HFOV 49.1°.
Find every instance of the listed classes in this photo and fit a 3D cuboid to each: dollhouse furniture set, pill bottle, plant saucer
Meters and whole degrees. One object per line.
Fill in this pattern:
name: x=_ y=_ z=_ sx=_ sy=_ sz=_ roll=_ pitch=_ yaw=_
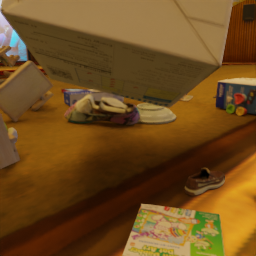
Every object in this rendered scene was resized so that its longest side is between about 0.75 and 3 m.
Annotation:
dollhouse furniture set: x=-4.000 y=-1.437 z=9.822 sx=1.708 sy=2.253 sz=2.571 roll=-47 pitch=33 yaw=-14
pill bottle: x=-4.636 y=-1.538 z=11.922 sx=1.788 sy=0.950 sz=0.950 roll=4 pitch=17 yaw=11
plant saucer: x=0.751 y=-0.548 z=9.448 sx=1.729 sy=0.434 sz=1.729 roll=0 pitch=16 yaw=0
dollhouse furniture set: x=-3.521 y=0.119 z=5.041 sx=2.132 sy=1.221 sz=2.500 roll=-25 pitch=29 yaw=-33

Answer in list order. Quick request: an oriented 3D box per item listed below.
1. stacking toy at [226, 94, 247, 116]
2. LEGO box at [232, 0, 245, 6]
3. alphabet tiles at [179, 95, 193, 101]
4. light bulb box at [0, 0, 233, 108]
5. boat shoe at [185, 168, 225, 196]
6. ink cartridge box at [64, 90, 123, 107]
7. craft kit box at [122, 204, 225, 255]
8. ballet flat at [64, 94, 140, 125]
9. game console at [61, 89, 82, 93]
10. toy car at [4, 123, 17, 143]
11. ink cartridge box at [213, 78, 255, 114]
stacking toy: x=3.904 y=-0.827 z=9.998 sx=0.326 sy=0.772 sz=0.699 roll=-2 pitch=4 yaw=-36
LEGO box: x=2.543 y=-3.299 z=6.279 sx=1.573 sy=0.607 sz=1.171 roll=-22 pitch=28 yaw=17
alphabet tiles: x=2.168 y=-1.443 z=13.190 sx=1.568 sy=0.059 sz=1.311 roll=7 pitch=18 yaw=21
light bulb box: x=-0.114 y=-1.781 z=5.005 sx=2.930 sy=1.844 sz=2.956 roll=14 pitch=-6 yaw=-3
boat shoe: x=1.349 y=0.851 z=4.765 sx=0.936 sy=0.346 sz=0.346 roll=-14 pitch=21 yaw=-40
ink cartridge box: x=-1.466 y=-1.328 z=11.967 sx=2.327 sy=0.514 sz=1.094 roll=-8 pitch=17 yaw=-24
craft kit box: x=0.569 y=1.332 z=3.338 sx=1.070 sy=0.260 sz=1.057 roll=3 pitch=19 yaw=13
ballet flat: x=-0.853 y=-0.609 z=8.660 sx=2.444 sy=0.870 sz=0.845 roll=5 pitch=50 yaw=12
game console: x=-2.817 y=-1.964 z=14.758 sx=1.061 sy=0.186 sz=1.200 roll=-14 pitch=22 yaw=-39
toy car: x=-2.901 y=0.292 z=5.722 sx=0.821 sy=0.959 sz=1.095 roll=-28 pitch=43 yaw=29
ink cartridge box: x=4.728 y=-1.261 z=10.644 sx=1.978 sy=1.107 sz=2.899 roll=-14 pitch=23 yaw=-40
